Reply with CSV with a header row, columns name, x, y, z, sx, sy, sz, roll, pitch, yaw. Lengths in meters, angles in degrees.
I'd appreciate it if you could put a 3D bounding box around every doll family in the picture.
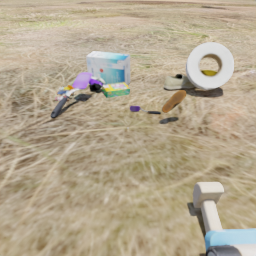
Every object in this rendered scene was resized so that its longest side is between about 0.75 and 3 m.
name,x,y,z,sx,sy,sz,roll,pitch,yaw
doll family,-2.153,-1.245,9.683,0.537,0.390,0.865,1,33,9

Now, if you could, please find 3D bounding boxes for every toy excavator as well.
name,x,y,z,sx,sy,sz,roll,pitch,yaw
toy excavator,1.402,1.758,3.883,1.085,2.173,2.113,-1,74,-4

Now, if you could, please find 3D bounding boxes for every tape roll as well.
name,x,y,z,sx,sy,sz,roll,pitch,yaw
tape roll,2.813,-2.119,9.741,1.578,1.578,0.552,3,3,5

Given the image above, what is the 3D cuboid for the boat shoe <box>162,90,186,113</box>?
name,x,y,z,sx,sy,sz,roll,pitch,yaw
boat shoe,1.284,-0.748,7.904,0.821,0.289,0.289,-40,-6,7

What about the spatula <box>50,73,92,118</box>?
name,x,y,z,sx,sy,sz,roll,pitch,yaw
spatula,-1.852,-1.077,8.949,0.581,0.211,2.055,12,52,29

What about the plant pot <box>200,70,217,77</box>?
name,x,y,z,sx,sy,sz,roll,pitch,yaw
plant pot,2.982,-1.787,10.489,0.798,0.566,0.798,0,30,0

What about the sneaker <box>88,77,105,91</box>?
name,x,y,z,sx,sy,sz,roll,pitch,yaw
sneaker,-1.284,-1.590,10.332,0.992,0.345,0.493,14,63,54

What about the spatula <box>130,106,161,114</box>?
name,x,y,z,sx,sy,sz,roll,pitch,yaw
spatula,0.543,-0.538,8.712,0.974,0.275,0.100,12,58,7

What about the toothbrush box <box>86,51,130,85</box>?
name,x,y,z,sx,sy,sz,roll,pitch,yaw
toothbrush box,-0.734,-2.233,10.685,1.531,1.121,0.653,12,35,17

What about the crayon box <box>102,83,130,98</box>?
name,x,y,z,sx,sy,sz,roll,pitch,yaw
crayon box,-0.437,-1.357,10.026,0.867,0.253,0.515,-10,36,-19

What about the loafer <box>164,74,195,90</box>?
name,x,y,z,sx,sy,sz,roll,pitch,yaw
loafer,2.054,-1.779,10.525,1.505,0.514,0.570,-13,32,-22
